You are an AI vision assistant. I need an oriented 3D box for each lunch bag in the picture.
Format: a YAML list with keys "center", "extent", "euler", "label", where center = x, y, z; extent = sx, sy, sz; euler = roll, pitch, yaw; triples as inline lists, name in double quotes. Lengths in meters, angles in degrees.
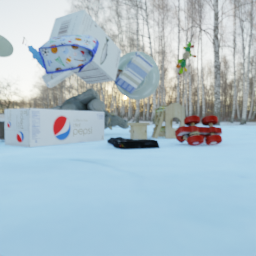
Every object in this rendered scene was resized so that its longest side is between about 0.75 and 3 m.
- center: [-1.561, -2.095, 7.826]
  extent: [1.455, 0.901, 1.237]
  euler: [-9, 31, 5]
  label: "lunch bag"

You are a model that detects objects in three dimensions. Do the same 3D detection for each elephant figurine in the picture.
- center: [-1.604, -0.417, 12.621]
  extent: [2.076, 2.276, 2.933]
  euler: [-43, -15, 3]
  label: "elephant figurine"

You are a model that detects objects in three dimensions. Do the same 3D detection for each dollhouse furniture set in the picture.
- center: [0.787, -0.252, 10.394]
  extent: [1.935, 1.216, 2.188]
  euler: [0, 1, -12]
  label: "dollhouse furniture set"

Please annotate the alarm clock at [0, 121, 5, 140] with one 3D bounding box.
- center: [-3.448, 0.078, 8.574]
  extent: [1.919, 0.639, 1.294]
  euler: [3, 4, 40]
  label: "alarm clock"

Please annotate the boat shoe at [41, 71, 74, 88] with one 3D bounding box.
- center: [-3.110, -2.723, 13.264]
  extent: [2.154, 0.738, 0.775]
  euler: [-40, 3, -18]
  label: "boat shoe"

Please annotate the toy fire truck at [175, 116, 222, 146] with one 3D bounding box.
- center: [1.691, 0.177, 6.928]
  extent: [1.162, 0.651, 0.975]
  euler: [0, -23, -14]
  label: "toy fire truck"

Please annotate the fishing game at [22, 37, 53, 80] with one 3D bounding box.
- center: [-3.581, -2.729, 11.027]
  extent: [0.273, 1.755, 1.256]
  euler: [-33, 36, 7]
  label: "fishing game"

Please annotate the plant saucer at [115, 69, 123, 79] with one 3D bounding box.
- center: [-0.944, -2.653, 13.419]
  extent: [2.081, 0.381, 2.081]
  euler: [9, 16, -3]
  label: "plant saucer"

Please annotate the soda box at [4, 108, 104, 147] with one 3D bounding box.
- center: [-1.813, -0.032, 7.535]
  extent: [0.952, 0.890, 2.795]
  euler: [1, 1, 32]
  label: "soda box"

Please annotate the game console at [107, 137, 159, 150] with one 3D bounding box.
- center: [0.000, 0.344, 6.540]
  extent: [0.911, 0.186, 1.544]
  euler: [0, 2, -24]
  label: "game console"

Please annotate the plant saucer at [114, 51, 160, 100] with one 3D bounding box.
- center: [0.341, -2.632, 14.436]
  extent: [2.537, 2.537, 0.637]
  euler: [0, 17, 18]
  label: "plant saucer"

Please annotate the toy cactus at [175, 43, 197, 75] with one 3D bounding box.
- center: [2.527, -3.017, 12.125]
  extent: [0.733, 1.433, 1.182]
  euler: [28, 5, 5]
  label: "toy cactus"

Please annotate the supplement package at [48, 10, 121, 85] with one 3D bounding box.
- center: [-1.587, -2.916, 10.610]
  extent: [1.466, 1.461, 2.499]
  euler: [-1, -21, 32]
  label: "supplement package"

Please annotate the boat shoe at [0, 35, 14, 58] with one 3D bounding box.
- center: [-3.817, -2.310, 7.202]
  extent: [0.594, 0.582, 1.669]
  euler: [31, 12, 41]
  label: "boat shoe"

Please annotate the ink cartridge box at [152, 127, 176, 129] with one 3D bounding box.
- center: [2.072, 0.102, 16.028]
  extent: [1.339, 0.299, 1.179]
  euler: [0, 2, -6]
  label: "ink cartridge box"

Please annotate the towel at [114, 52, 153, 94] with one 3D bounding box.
- center: [0.259, -2.381, 12.267]
  extent: [1.223, 1.665, 0.198]
  euler: [26, 18, -45]
  label: "towel"
